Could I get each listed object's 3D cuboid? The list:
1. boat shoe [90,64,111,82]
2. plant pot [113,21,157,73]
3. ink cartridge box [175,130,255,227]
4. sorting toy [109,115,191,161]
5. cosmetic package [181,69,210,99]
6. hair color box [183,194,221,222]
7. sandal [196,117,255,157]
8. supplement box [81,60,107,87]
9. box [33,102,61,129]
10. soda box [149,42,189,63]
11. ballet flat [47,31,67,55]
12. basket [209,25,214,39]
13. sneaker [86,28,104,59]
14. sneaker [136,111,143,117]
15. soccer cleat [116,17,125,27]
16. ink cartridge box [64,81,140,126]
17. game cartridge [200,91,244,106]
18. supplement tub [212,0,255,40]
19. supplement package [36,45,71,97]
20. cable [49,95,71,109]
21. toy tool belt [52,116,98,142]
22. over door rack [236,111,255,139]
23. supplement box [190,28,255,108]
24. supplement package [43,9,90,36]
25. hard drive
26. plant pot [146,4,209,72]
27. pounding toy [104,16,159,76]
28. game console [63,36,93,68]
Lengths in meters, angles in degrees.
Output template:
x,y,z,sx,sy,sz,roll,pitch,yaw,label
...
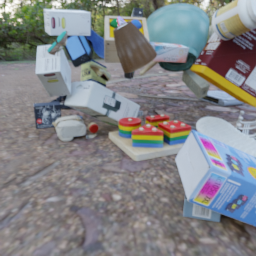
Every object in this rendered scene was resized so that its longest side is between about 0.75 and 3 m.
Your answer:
x,y,z,sx,sy,sz,roll,pitch,yaw,label
-1.232,-2.450,12.479,1.132,0.376,0.419,28,-33,-34,boat shoe
0.065,-1.767,5.965,0.827,0.885,0.827,-24,26,13,plant pot
2.259,1.104,5.780,2.297,0.877,1.567,24,23,-11,ink cartridge box
0.796,0.170,9.832,2.344,0.821,2.359,-8,20,-23,sorting toy
2.951,-1.991,12.324,0.488,0.691,1.334,-22,57,-16,cosmetic package
1.693,1.466,6.402,0.747,0.458,1.509,6,18,13,hair color box
3.300,0.504,9.229,1.117,0.675,2.745,-25,40,-23,sandal
-1.621,-2.487,13.245,0.708,1.054,1.055,-9,-15,37,supplement box
-3.381,-0.536,11.781,1.074,0.978,0.559,-6,19,-17,box
1.188,-2.400,8.917,1.507,0.515,0.479,-6,30,-30,soda box
-1.794,-2.214,7.373,0.268,0.798,0.272,28,34,-45,ballet flat
4.280,-3.373,11.352,1.878,1.862,1.511,1,14,6,basket
-1.206,-3.426,11.565,1.761,0.618,0.686,54,9,22,sneaker
0.278,-0.698,13.447,0.808,0.326,0.467,-4,13,-35,sneaker
-0.015,-2.334,6.792,0.332,0.868,0.290,-23,-13,10,soccer cleat
-1.003,-0.871,10.747,2.327,0.966,1.705,24,-10,-37,ink cartridge box
5.469,-1.747,16.430,1.677,0.509,2.515,-10,20,-19,game cartridge
2.964,-2.943,7.439,0.881,0.881,1.217,-12,2,-32,supplement tub
-2.557,-1.956,9.762,0.814,1.143,1.468,-6,-25,1,supplement package
-3.232,-1.470,15.474,1.608,0.501,1.971,10,20,28,cable
-1.987,-0.096,10.499,1.555,0.971,0.956,-7,28,-24,toy tool belt
5.669,-0.143,10.629,2.901,0.966,2.144,8,20,24,over door rack
3.689,-2.263,9.140,2.214,2.245,1.490,30,12,-9,supplement box
-1.822,-3.143,8.362,1.193,0.661,0.929,-8,27,-23,supplement package
0.233,-3.879,13.005,0.511,2.699,1.886,8,-22,3,hard drive
2.000,-3.413,11.425,2.628,1.761,2.628,2,-20,1,plant pot
0.358,-2.773,9.296,2.284,1.045,2.006,1,52,-6,pounding toy
-2.139,-3.424,11.409,1.361,1.547,0.900,-24,4,19,game console
